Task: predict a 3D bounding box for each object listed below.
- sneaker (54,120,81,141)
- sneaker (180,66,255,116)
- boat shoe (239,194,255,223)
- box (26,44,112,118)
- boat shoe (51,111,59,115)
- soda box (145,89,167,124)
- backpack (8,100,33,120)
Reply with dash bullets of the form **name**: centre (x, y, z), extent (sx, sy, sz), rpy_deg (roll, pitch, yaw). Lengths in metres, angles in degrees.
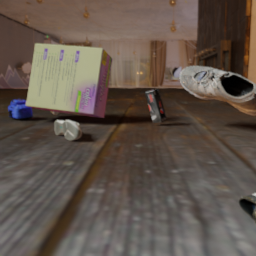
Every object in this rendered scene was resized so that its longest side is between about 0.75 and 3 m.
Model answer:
- **sneaker**: centre (-1.594, 0.010, 7.924), extent (0.601, 0.527, 1.500), rpy_deg (-3, 10, -32)
- **sneaker**: centre (2.843, -1.432, 8.619), extent (2.949, 1.102, 1.209), rpy_deg (26, -8, 36)
- **boat shoe**: centre (1.541, 0.997, 3.158), extent (0.268, 0.324, 0.945), rpy_deg (-7, 4, 2)
- **box**: centre (-2.203, -1.768, 10.719), extent (2.727, 2.399, 1.319), rpy_deg (7, -2, 13)
- **boat shoe**: centre (-2.466, -1.156, 11.924), extent (1.860, 0.636, 0.695), rpy_deg (-45, 4, 0)
- **soda box**: centre (0.973, -0.755, 9.825), extent (0.402, 1.136, 0.360), rpy_deg (-9, 11, 43)
- **backpack**: centre (-4.301, -0.706, 11.165), extent (0.768, 0.793, 0.945), rpy_deg (-18, 23, -38)
